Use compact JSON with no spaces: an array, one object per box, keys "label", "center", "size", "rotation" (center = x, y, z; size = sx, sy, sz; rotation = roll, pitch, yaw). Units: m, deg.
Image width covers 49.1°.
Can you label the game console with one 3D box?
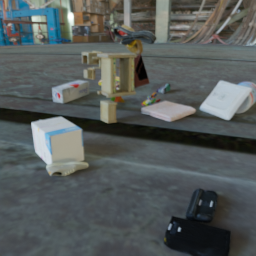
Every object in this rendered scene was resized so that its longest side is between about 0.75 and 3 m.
[{"label":"game console","center":[1.614,1.957,6.047],"size":[1.221,0.249,2.070],"rotation":[9,25,21]}]

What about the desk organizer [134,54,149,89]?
[{"label":"desk organizer","center":[0.453,-2.637,13.264],"size":[0.783,0.729,2.033],"rotation":[-16,-15,8]}]

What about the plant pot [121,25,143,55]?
[{"label":"plant pot","center":[0.095,-4.021,12.976],"size":[0.210,1.526,1.526],"rotation":[-40,36,-15]}]

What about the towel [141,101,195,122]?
[{"label":"towel","center":[1.825,-0.771,12.821],"size":[1.885,0.304,1.800],"rotation":[-20,28,-40]}]

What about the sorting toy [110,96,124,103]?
[{"label":"sorting toy","center":[-0.593,-1.307,14.130],"size":[0.529,0.533,1.537],"rotation":[29,26,8]}]

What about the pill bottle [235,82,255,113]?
[{"label":"pill bottle","center":[5.571,-1.547,13.528],"size":[1.207,1.207,2.219],"rotation":[14,27,32]}]

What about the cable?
[{"label":"cable","center":[0.244,-3.899,11.580],"size":[0.620,1.196,2.462],"rotation":[-53,30,-17]}]

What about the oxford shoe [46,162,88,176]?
[{"label":"oxford shoe","center":[-1.703,1.174,7.925],"size":[1.185,0.446,0.342],"rotation":[-2,62,-25]}]

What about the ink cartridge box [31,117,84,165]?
[{"label":"ink cartridge box","center":[-2.273,0.380,8.838],"size":[1.055,1.083,1.684],"rotation":[-14,26,-33]}]

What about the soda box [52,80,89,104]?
[{"label":"soda box","center":[-3.086,-2.005,15.271],"size":[0.722,0.776,2.275],"rotation":[12,24,27]}]

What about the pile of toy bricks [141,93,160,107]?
[{"label":"pile of toy bricks","center":[1.082,-1.251,13.862],"size":[0.566,0.636,1.147],"rotation":[-21,19,43]}]

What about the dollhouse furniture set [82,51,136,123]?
[{"label":"dollhouse furniture set","center":[-0.844,-1.915,12.416],"size":[1.530,2.753,2.435],"rotation":[-11,21,-33]}]

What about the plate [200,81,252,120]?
[{"label":"plate","center":[4.352,-1.356,12.750],"size":[1.802,0.292,1.805],"rotation":[-52,37,-4]}]

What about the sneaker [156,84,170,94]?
[{"label":"sneaker","center":[2.089,-2.343,16.595],"size":[0.538,0.458,1.230],"rotation":[6,22,28]}]

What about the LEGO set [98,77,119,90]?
[{"label":"LEGO set","center":[-1.010,-2.588,17.093],"size":[2.432,0.905,1.119],"rotation":[6,-12,27]}]
